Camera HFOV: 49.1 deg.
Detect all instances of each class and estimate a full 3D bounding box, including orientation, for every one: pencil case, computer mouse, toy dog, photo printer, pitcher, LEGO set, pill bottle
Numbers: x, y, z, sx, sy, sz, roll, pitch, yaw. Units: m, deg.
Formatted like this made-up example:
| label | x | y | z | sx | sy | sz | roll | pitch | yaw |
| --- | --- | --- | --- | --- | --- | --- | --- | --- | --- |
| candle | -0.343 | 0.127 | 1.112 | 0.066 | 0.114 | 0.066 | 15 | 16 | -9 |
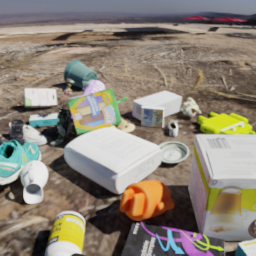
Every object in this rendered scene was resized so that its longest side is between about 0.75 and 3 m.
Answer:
| label | x | y | z | sx | sy | sz | roll | pitch | yaw |
| --- | --- | --- | --- | --- | --- | --- | --- | --- | --- |
| pencil case | -1.815 | -1.311 | 13.175 | 1.200 | 1.178 | 2.807 | 1 | 29 | 3 |
| computer mouse | -4.090 | 0.229 | 9.858 | 0.857 | 0.281 | 1.221 | -6 | 51 | -20 |
| toy dog | 2.851 | -0.776 | 12.916 | 0.963 | 0.693 | 0.993 | 40 | 31 | -1 |
| photo printer | -0.606 | 0.880 | 9.192 | 2.692 | 0.935 | 2.240 | 21 | 32 | 35 |
| pitcher | -2.729 | 1.377 | 8.098 | 0.761 | 1.077 | 1.255 | -1 | 27 | -14 |
| LEGO set | -2.411 | -0.564 | 11.169 | 0.788 | 2.782 | 1.806 | 16 | -7 | -20 |
| pill bottle | -1.376 | 2.565 | 6.115 | 0.758 | 0.758 | 1.363 | -1 | 27 | -3 |

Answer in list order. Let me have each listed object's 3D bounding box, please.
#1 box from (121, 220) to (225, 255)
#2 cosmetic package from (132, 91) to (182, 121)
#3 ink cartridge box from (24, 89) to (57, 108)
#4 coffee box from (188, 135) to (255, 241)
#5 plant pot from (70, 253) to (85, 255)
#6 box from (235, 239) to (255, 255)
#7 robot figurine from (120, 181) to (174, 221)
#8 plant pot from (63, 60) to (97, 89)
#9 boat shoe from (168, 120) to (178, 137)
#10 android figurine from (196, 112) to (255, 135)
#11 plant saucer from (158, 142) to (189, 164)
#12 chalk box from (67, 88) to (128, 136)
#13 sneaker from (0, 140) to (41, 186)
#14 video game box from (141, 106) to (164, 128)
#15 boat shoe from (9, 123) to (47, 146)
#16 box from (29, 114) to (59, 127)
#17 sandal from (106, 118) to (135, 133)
| label | x | y | z | sx | sy | sz | roll | pitch | yaw |
| --- | --- | --- | --- | --- | --- | --- | --- | --- | --- |
| box | 0.940 | 2.842 | 5.993 | 2.153 | 0.389 | 1.539 | 6 | 28 | 14 |
| cosmetic package | 1.358 | -1.012 | 13.089 | 2.213 | 0.819 | 1.125 | -19 | 34 | -35 |
| ink cartridge box | -4.287 | -1.451 | 13.676 | 1.456 | 0.853 | 0.490 | -3 | -6 | -26 |
| coffee box | 2.687 | 1.447 | 7.017 | 1.931 | 1.913 | 1.934 | 1 | 27 | 1 |
| plant pot | -0.903 | 3.055 | 4.220 | 1.839 | 1.834 | 1.631 | -16 | 19 | -27 |
| box | 2.960 | 3.040 | 5.545 | 0.721 | 0.431 | 1.753 | -7 | 28 | -13 |
| robot figurine | 0.463 | 1.813 | 7.143 | 1.598 | 1.150 | 0.932 | 7 | 55 | -51 |
| plant pot | -2.700 | -2.999 | 16.375 | 1.502 | 1.534 | 1.534 | 29 | 38 | 32 |
| boat shoe | 1.862 | -0.117 | 11.646 | 0.438 | 0.505 | 1.185 | 4 | 27 | 8 |
| android figurine | 4.042 | -0.055 | 11.591 | 2.120 | 0.478 | 2.329 | -16 | 29 | -28 |
| plant saucer | 1.519 | 0.925 | 9.734 | 1.177 | 0.295 | 1.177 | -7 | 33 | 5 |
| chalk box | -1.057 | -0.721 | 10.671 | 2.180 | 1.350 | 1.357 | -15 | 10 | -5 |
| sneaker | -3.547 | 0.889 | 8.884 | 1.038 | 1.067 | 2.678 | 3 | 13 | 4 |
| video game box | 1.034 | -0.462 | 11.916 | 0.959 | 0.874 | 0.225 | 6 | 31 | 12 |
| boat shoe | -3.931 | 0.195 | 10.884 | 1.801 | 0.592 | 0.648 | 18 | 37 | 28 |
| box | -3.601 | -0.343 | 12.279 | 1.332 | 0.327 | 0.548 | -4 | 27 | -9 |
| sandal | -0.385 | -0.135 | 11.442 | 1.561 | 0.513 | 0.572 | -4 | 43 | -23 |
